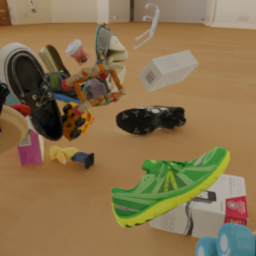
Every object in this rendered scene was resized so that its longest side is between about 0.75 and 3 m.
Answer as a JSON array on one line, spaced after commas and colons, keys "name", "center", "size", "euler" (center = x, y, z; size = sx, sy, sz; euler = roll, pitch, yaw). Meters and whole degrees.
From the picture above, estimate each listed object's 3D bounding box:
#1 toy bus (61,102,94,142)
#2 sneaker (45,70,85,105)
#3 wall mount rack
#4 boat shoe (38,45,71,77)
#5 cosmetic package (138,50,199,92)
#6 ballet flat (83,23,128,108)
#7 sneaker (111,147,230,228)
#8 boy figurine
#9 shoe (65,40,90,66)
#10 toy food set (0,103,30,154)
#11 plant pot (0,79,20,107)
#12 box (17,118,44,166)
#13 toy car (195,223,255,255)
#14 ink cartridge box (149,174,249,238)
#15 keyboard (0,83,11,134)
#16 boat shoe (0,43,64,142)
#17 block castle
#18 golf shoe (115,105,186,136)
[{"name": "toy bus", "center": [-1.394, -0.257, 8.186], "size": [0.739, 1.089, 1.045], "euler": [46, 39, 19]}, {"name": "sneaker", "center": [-2.159, -1.312, 8.079], "size": [2.201, 0.912, 0.780], "euler": [18, -4, -30]}, {"name": "wall mount rack", "center": [0.584, -3.123, 8.844], "size": [0.532, 1.239, 1.426], "euler": [15, -5, -1]}, {"name": "boat shoe", "center": [-2.832, -2.162, 10.946], "size": [0.666, 2.115, 0.772], "euler": [-25, 4, 26]}, {"name": "cosmetic package", "center": [1.212, -1.699, 8.284], "size": [1.656, 0.840, 0.590], "euler": [-23, 75, -37]}, {"name": "ballet flat", "center": [-0.508, -1.783, 7.747], "size": [1.019, 1.019, 2.834], "euler": [4, 62, 7]}, {"name": "sneaker", "center": [0.699, 0.874, 4.840], "size": [2.284, 0.955, 0.846], "euler": [-28, -14, 1]}, {"name": "boy figurine", "center": [-1.938, 0.941, 9.161], "size": [1.573, 0.507, 0.978], "euler": [8, 21, 17]}, {"name": "shoe", "center": [-1.708, -2.602, 9.821], "size": [0.622, 0.792, 1.741], "euler": [-39, 23, 5]}, {"name": "toy food set", "center": [-3.201, 0.000, 5.826], "size": [2.285, 2.308, 0.561], "euler": [-27, 61, 22]}, {"name": "plant pot", "center": [-5.286, -1.038, 11.665], "size": [1.468, 2.180, 2.180], "euler": [50, 44, 9]}, {"name": "box", "center": [-3.332, 0.300, 9.529], "size": [0.720, 1.310, 1.489], "euler": [-6, 28, -12]}, {"name": "toy car", "center": [2.372, 2.931, 4.618], "size": [1.995, 1.915, 2.165], "euler": [11, 55, -6]}, {"name": "ink cartridge box", "center": [1.732, 1.843, 7.008], "size": [2.160, 0.901, 1.569], "euler": [8, 29, 15]}, {"name": "keyboard", "center": [-2.695, -0.025, 4.441], "size": [0.304, 2.948, 1.873], "euler": [46, 41, 11]}, {"name": "boat shoe", "center": [-2.205, -0.736, 6.898], "size": [0.817, 2.886, 0.990], "euler": [33, 61, 26]}, {"name": "block castle", "center": [-0.780, -0.872, 6.334], "size": [1.323, 0.884, 0.621], "euler": [-26, 2, -40]}, {"name": "golf shoe", "center": [0.853, -0.353, 11.345], "size": [2.834, 1.102, 1.339], "euler": [-1, 11, -8]}]
